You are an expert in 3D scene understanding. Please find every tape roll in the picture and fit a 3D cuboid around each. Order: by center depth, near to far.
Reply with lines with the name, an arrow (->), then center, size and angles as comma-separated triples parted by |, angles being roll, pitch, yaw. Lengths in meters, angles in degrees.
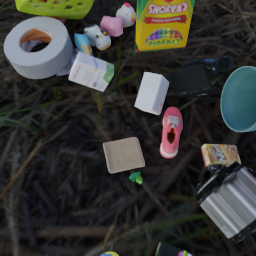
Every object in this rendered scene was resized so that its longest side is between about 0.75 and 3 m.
tape roll -> -2.826, -2.572, 8.921 | 2.027, 0.670, 2.027 | -2, 64, 4

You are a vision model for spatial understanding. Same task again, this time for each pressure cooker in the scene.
pressure cooker -> 2.283, 1.498, 6.199 | 1.398, 1.377, 1.565 | -9, 50, -48

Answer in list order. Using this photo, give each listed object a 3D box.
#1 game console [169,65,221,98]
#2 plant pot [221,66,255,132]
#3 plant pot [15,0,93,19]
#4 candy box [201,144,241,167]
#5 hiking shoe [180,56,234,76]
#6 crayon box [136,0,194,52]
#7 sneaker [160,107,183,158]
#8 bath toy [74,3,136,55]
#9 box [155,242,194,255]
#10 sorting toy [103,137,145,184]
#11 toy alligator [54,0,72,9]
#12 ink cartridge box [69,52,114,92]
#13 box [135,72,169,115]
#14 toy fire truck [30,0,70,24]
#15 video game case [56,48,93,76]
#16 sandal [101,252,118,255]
game console -> 1.866, -1.269, 7.822 | 0.969, 1.101, 0.641 | 0, 85, -45
plant pot -> 3.289, -0.682, 7.057 | 1.085, 1.611, 1.611 | 3, 60, -18
plant pot -> -2.042, -4.843, 8.428 | 2.317, 2.103, 2.306 | -8, 93, -37
candy box -> 2.419, 0.726, 7.316 | 0.941, 0.260, 0.543 | 4, 59, -18
hiking shoe -> 2.413, -1.842, 8.710 | 1.589, 0.689, 0.591 | -6, 95, 6
crayon box -> 1.006, -3.080, 8.004 | 1.475, 2.323, 0.590 | -8, 50, -7
sneaker -> 1.234, 0.010, 7.608 | 0.577, 0.679, 1.566 | 8, 61, 4
bath toy -> -0.623, -3.303, 9.182 | 2.377, 0.878, 1.033 | -41, 82, -20
box -> 0.963, 2.919, 6.123 | 0.760, 0.473, 0.565 | 19, 63, 10
sorting toy -> -0.067, 0.902, 7.392 | 0.983, 0.196, 1.330 | -9, 58, -10
toy alligator -> -2.490, -4.900, 10.374 | 2.059, 0.559, 0.611 | 35, 67, 18
ink cartridge box -> -1.069, -1.629, 8.196 | 1.104, 0.800, 0.464 | 17, 50, -21
box -> 0.673, -0.941, 7.754 | 0.524, 0.751, 0.986 | 17, 90, 24
toy fire truck -> -2.898, -4.795, 10.034 | 2.237, 0.545, 1.578 | 27, 85, 14
video game case -> -1.784, -2.202, 9.145 | 1.295, 0.123, 0.925 | -14, 62, -9
sandal -> -0.289, 3.914, 5.246 | 1.276, 1.165, 2.931 | -11, 60, -1
